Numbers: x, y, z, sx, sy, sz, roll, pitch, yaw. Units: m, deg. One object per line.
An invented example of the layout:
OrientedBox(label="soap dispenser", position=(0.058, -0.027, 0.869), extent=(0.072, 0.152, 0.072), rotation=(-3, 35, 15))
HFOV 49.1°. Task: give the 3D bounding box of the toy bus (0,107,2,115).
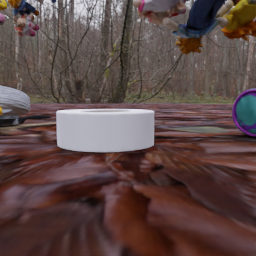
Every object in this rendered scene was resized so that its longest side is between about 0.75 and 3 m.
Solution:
OrientedBox(label="toy bus", position=(-5.102, -0.485, 9.772), extent=(1.274, 0.415, 0.499), rotation=(-3, 25, -26))

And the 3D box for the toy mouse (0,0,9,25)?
OrientedBox(label="toy mouse", position=(-3.824, -3.139, 7.874), extent=(1.255, 1.115, 0.243), rotation=(42, 8, 29))

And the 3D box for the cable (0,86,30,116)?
OrientedBox(label="cable", position=(-5.037, -0.973, 11.022), extent=(2.227, 0.771, 2.227), rotation=(-10, -13, 42))

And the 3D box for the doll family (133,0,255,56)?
OrientedBox(label="doll family", position=(1.406, -1.842, 4.370), extent=(2.521, 1.136, 1.565), rotation=(-16, -15, -12))

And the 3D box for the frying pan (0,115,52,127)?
OrientedBox(label="frying pan", position=(-3.395, -0.237, 8.108), extent=(2.206, 0.359, 1.334), rotation=(0, 6, -19))

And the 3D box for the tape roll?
OrientedBox(label="tape roll", position=(-0.371, -0.013, 4.799), extent=(1.667, 0.583, 1.667), rotation=(-1, 6, 0))

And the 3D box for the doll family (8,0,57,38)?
OrientedBox(label="doll family", position=(-2.637, -3.341, 7.407), extent=(0.827, 1.835, 1.139), rotation=(34, 5, -1))

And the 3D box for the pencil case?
OrientedBox(label="pencil case", position=(3.373, -0.356, 5.883), extent=(2.329, 0.991, 1.076), rotation=(-4, -30, -26))
